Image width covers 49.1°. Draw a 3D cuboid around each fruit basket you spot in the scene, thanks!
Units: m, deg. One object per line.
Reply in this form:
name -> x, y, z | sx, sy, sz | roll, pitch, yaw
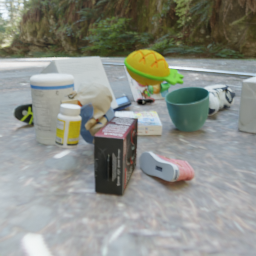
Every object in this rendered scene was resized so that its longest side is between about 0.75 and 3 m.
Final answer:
fruit basket -> 1.049, -2.396, 14.323 | 2.183, 2.022, 1.023 | -6, -18, -31

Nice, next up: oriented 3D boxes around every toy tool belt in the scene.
toy tool belt -> -0.949, -0.101, 7.382 | 1.272, 2.038, 1.252 | 2, 37, 40

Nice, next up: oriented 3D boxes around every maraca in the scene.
maraca -> 0.728, -1.623, 7.894 | 1.764, 0.944, 1.209 | 19, 37, 1

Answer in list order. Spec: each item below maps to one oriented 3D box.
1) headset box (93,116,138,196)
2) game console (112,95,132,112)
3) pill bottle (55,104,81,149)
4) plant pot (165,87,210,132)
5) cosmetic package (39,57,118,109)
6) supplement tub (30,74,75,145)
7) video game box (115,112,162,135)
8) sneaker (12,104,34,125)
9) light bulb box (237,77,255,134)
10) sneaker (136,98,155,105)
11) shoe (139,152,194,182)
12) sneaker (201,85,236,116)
headset box -> -0.239, 0.552, 5.917 | 0.616, 1.220, 1.641 | 5, 17, 11
game console -> -0.748, -1.390, 12.245 | 1.476, 1.023, 1.729 | -19, 19, 0
pill bottle -> -1.292, -0.037, 6.077 | 0.506, 0.886, 0.506 | 9, 13, -2
plant pot -> 1.993, -0.568, 9.302 | 1.428, 1.146, 1.428 | -9, 28, 5
cosmetic package -> -1.775, -1.353, 10.126 | 2.026, 2.033, 1.249 | -17, -4, -44
supplement tub -> -2.203, -0.592, 8.375 | 1.269, 1.924, 1.269 | -1, 18, 0
video game box -> 0.297, -0.180, 9.605 | 1.520, 0.390, 1.668 | -3, 19, 0
sneaker -> -3.296, -0.530, 10.331 | 0.799, 0.789, 2.092 | 5, 6, 38
light bulb box -> 5.487, -0.799, 9.336 | 2.727, 1.717, 2.751 | 13, 21, 37
sneaker -> 0.811, -1.223, 13.017 | 0.892, 0.315, 0.436 | -1, 18, 6
shoe -> 0.832, 0.877, 6.246 | 0.619, 0.486, 1.361 | 9, 4, -31
sneaker -> 3.773, -1.247, 11.732 | 1.814, 1.113, 2.788 | -9, 8, 1
